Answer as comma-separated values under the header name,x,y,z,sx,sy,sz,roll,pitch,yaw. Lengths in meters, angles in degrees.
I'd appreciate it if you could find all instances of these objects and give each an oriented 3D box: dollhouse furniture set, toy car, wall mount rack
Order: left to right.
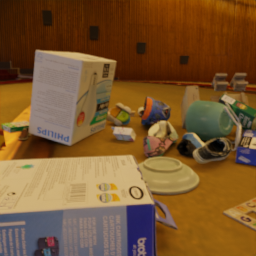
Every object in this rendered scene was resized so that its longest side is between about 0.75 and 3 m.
name,x,y,z,sx,sy,sz,roll,pitch,yaw
dollhouse furniture set,-0.814,-1.016,14.052,2.500,1.221,2.132,-1,13,-4
toy car,-0.331,-0.527,12.977,1.095,0.959,0.821,30,-11,41
dollhouse furniture set,3.625,-0.848,11.693,2.571,2.253,1.708,0,-24,2
wall mount rack,3.447,-0.048,9.316,0.613,1.428,1.644,7,14,20

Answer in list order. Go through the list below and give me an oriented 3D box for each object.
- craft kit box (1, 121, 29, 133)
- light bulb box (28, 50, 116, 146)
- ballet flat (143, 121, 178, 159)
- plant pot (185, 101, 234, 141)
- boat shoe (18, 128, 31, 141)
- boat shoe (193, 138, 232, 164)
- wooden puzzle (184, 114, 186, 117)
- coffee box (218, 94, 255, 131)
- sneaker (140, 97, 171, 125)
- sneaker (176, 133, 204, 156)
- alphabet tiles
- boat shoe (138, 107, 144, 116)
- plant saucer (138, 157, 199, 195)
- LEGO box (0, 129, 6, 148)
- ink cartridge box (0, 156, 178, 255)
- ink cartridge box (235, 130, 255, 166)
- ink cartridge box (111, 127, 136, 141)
name,x,y,z,sx,sy,sz,roll,pitch,yaw
craft kit box,-4.730,-0.053,12.058,1.070,0.260,1.057,-11,14,-41
light bulb box,-2.026,-1.246,10.622,1.844,2.956,2.930,16,18,16
ballet flat,1.079,0.261,9.119,0.845,0.870,2.444,-8,8,25
plant pot,2.917,-0.238,9.755,1.467,1.467,1.177,-10,9,-38
boat shoe,-3.938,0.217,10.583,0.346,0.346,0.936,-2,13,-7
boat shoe,2.530,0.590,7.830,1.693,0.610,0.600,-16,-20,-43
wooden puzzle,2.671,-0.270,10.504,0.831,0.897,0.208,-26,-2,18
coffee box,3.903,-0.477,9.922,1.545,0.950,0.340,34,64,26
sneaker,1.209,-0.556,12.058,1.165,1.119,2.970,16,1,5
sneaker,1.838,0.500,8.844,0.773,0.534,1.390,4,20,-16
alphabet tiles,2.779,1.609,5.119,1.568,0.059,1.311,-9,15,-33
boat shoe,1.373,-0.889,14.806,1.733,0.640,0.739,-2,13,1
plant saucer,0.836,1.047,6.762,1.729,0.434,1.729,0,13,0
LEGO box,-4.930,0.404,8.938,1.573,0.607,1.171,-16,21,-40
ink cartridge box,-0.729,1.239,4.331,2.899,1.107,1.978,-4,13,-6
ink cartridge box,4.017,0.585,8.584,1.094,0.514,2.327,8,15,27
ink cartridge box,-0.206,0.223,10.175,0.857,0.289,0.499,6,-28,24
